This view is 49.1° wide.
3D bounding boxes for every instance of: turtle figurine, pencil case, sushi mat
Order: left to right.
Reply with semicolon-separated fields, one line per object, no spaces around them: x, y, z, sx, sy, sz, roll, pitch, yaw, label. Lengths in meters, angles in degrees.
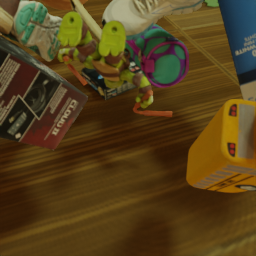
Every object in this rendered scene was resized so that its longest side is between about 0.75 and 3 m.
-0.705;-2.229;6.435;0.124;2.053;0.982;-33;55;12;sushi mat
-0.279;-1.201;5.330;2.762;2.227;0.889;31;83;12;turtle figurine
0.421;-1.936;6.582;1.143;1.053;2.474;2;33;-25;pencil case

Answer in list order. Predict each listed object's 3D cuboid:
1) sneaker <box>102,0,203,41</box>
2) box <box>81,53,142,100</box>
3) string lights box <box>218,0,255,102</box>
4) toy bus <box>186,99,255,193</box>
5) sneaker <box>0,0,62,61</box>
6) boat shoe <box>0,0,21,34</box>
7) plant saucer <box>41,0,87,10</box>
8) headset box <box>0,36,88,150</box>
0.538;-2.327;4.893;2.219;0.961;0.832;-30;88;-13;sneaker
-0.386;-1.732;9.165;1.815;0.417;1.443;-26;50;-24;box
2.476;-1.702;5.469;0.842;1.467;2.855;-17;78;30;string lights box
1.385;0.274;3.426;0.893;2.281;0.742;10;71;4;toy bus
-1.884;-1.914;5.188;1.042;2.285;0.886;25;91;0;sneaker
-2.256;-2.078;3.868;2.264;0.814;0.734;35;86;23;boat shoe
-1.812;-4.689;8.139;2.392;2.392;0.448;-29;43;-27;plant saucer
-2.033;-0.801;3.811;2.038;2.739;1.058;36;94;28;headset box
